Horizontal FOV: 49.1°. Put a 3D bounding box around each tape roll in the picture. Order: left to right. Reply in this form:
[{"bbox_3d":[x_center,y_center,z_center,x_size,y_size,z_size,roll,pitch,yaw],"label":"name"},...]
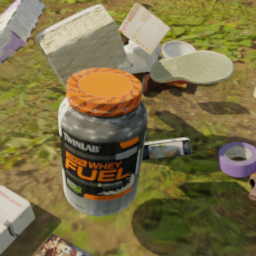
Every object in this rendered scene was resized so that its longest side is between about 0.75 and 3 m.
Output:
[{"bbox_3d":[3.488,0.994,8.872,1.162,0.494,1.162,-10,32,7],"label":"tape roll"}]

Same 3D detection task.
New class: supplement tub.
[{"bbox_3d":[-0.542,0.337,5.938,1.766,2.882,1.766,3,36,-2],"label":"supplement tub"}]

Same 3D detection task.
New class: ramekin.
[{"bbox_3d":[2.287,-3.265,13.044,1.585,0.832,1.585,3,48,-3],"label":"ramekin"}]

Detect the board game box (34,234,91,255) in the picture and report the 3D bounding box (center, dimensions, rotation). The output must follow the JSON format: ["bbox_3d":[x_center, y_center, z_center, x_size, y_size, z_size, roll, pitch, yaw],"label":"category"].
[{"bbox_3d":[-1.576,3.180,6.675,1.257,0.217,0.851,19,43,21],"label":"board game box"}]

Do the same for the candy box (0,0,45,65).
[{"bbox_3d":[-3.205,-2.704,7.697,1.508,0.643,1.797,-21,45,32],"label":"candy box"}]

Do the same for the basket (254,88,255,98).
[{"bbox_3d":[6.237,-1.511,11.525,1.500,1.206,1.487,-3,40,-5],"label":"basket"}]

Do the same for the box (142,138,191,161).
[{"bbox_3d":[0.900,0.564,7.419,1.396,0.420,0.814,-7,-1,5],"label":"box"}]

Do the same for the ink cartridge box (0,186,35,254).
[{"bbox_3d":[-3.435,2.470,7.141,1.222,0.706,1.673,22,45,24],"label":"ink cartridge box"}]

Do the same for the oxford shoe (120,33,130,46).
[{"bbox_3d":[-0.194,-3.675,11.475,0.443,0.515,1.220,-9,36,10],"label":"oxford shoe"}]

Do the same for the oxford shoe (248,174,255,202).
[{"bbox_3d":[4.025,1.472,8.417,0.667,0.652,1.830,13,42,22],"label":"oxford shoe"}]

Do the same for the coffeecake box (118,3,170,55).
[{"bbox_3d":[0.574,-3.474,9.878,1.452,1.115,0.531,37,22,-4],"label":"coffeecake box"}]

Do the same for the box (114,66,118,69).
[{"bbox_3d":[-1.031,-2.450,9.234,0.758,2.014,0.505,32,91,23],"label":"box"}]

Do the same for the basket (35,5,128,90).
[{"bbox_3d":[-1.203,-2.124,7.580,2.082,1.412,1.285,-28,45,-4],"label":"basket"}]

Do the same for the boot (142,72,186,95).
[{"bbox_3d":[1.641,-1.947,12.569,1.903,0.651,1.791,14,41,11],"label":"boot"}]

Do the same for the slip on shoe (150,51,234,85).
[{"bbox_3d":[1.799,-1.633,7.991,2.473,0.916,0.757,4,-2,41],"label":"slip on shoe"}]

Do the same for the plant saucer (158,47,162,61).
[{"bbox_3d":[2.007,-3.452,14.324,2.542,0.616,2.542,-27,47,-27],"label":"plant saucer"}]

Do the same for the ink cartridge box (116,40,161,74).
[{"bbox_3d":[-0.031,-3.545,13.403,2.821,1.168,2.067,-3,41,21],"label":"ink cartridge box"}]
